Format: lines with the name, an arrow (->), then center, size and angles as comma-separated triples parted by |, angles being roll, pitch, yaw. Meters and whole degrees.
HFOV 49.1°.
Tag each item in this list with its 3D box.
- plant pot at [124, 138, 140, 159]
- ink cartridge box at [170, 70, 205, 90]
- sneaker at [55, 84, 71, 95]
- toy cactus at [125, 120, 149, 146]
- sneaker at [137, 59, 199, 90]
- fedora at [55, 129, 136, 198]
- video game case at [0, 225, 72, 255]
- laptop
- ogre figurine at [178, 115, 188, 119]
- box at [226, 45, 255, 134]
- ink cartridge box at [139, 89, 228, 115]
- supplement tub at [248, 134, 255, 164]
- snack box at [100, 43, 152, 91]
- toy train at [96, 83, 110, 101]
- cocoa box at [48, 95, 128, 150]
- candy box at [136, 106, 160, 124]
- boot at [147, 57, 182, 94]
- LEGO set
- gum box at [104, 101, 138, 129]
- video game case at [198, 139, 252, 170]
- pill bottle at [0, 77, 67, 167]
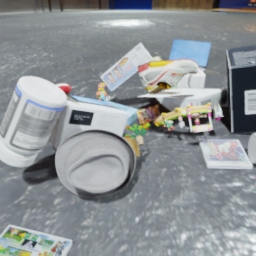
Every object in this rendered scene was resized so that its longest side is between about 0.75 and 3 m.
plant pot -> -0.315, 0.732, 7.917 | 1.186, 1.105, 1.105 | -19, 26, 14
ink cartridge box -> 2.894, -2.553, 14.517 | 1.811, 0.761, 1.318 | -2, 29, -4
sneaker -> -3.381, -1.392, 12.739 | 1.754, 0.687, 1.013 | -20, 42, -10
toy cactus -> 0.276, 0.165, 7.951 | 0.850, 0.434, 0.701 | -24, 57, 13
sneaker -> 1.311, -1.677, 8.954 | 2.230, 0.916, 0.868 | -13, 7, -25
fedora -> -0.826, 0.997, 6.921 | 2.099, 1.856, 0.948 | -3, 10, -3
video game case -> -2.179, 2.736, 5.688 | 1.614, 0.178, 1.471 | 7, 30, 14
laptop -> 3.432, -4.212, 16.762 | 2.394, 1.482, 2.557 | 13, 32, 23
ogre figurine -> 2.118, -0.641, 11.468 | 0.976, 0.479, 0.585 | -21, 51, -7
box -> 4.589, -1.514, 10.585 | 1.602, 2.586, 2.542 | -4, 27, 17
ink cartridge box -> 2.193, -1.119, 11.475 | 2.895, 0.726, 2.348 | 5, 17, 44
supplement tub -> 4.532, 0.661, 8.448 | 1.491, 1.081, 1.081 | 2, 29, 5
snack box -> -0.092, -2.372, 11.081 | 2.109, 0.758, 0.256 | -36, 7, 20
toy train -> -0.997, -1.690, 11.911 | 0.851, 0.315, 1.133 | -5, 66, 39
cocoa box -> -1.362, -0.142, 8.793 | 2.134, 1.423, 1.400 | 7, 17, -39
candy box -> 0.783, -0.496, 10.768 | 0.860, 0.502, 0.243 | -17, -5, 4
boot -> 1.355, -2.262, 11.207 | 0.637, 1.361, 1.751 | -2, -13, -36
LEGO set -> 1.956, -0.182, 9.391 | 2.357, 0.877, 1.084 | -11, -11, 18
gum box -> -0.753, -0.401, 10.932 | 1.624, 0.426, 1.912 | 18, 33, 24
video game case -> 3.107, 0.819, 9.110 | 1.366, 0.172, 1.499 | 1, 29, 2
pill bottle -> -2.413, -0.103, 6.820 | 1.159, 2.038, 1.159 | 27, 23, -12
